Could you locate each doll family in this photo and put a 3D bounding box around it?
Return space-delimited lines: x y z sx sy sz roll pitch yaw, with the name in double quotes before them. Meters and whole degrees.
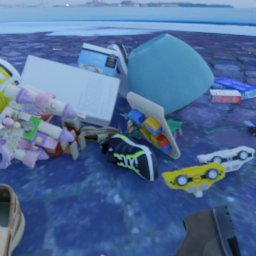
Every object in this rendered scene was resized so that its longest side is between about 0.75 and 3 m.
"doll family" 4.037 0.015 8.548 1.074 0.421 0.621 -6 30 -1

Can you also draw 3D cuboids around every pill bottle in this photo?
"pill bottle" -4.626 -0.757 8.316 1.628 1.628 2.896 10 42 20

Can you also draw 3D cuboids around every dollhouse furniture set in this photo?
"dollhouse furniture set" -1.822 0.299 7.840 1.418 0.730 1.403 9 39 19

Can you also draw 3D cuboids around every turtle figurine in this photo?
"turtle figurine" 0.051 0.021 8.133 0.590 0.877 1.171 7 32 -18

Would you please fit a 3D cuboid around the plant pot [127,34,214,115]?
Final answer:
"plant pot" 1.095 -1.912 9.358 2.907 1.958 2.907 -27 20 11

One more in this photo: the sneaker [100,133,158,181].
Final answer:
"sneaker" -0.068 0.763 6.724 0.879 0.761 2.122 -17 22 -22

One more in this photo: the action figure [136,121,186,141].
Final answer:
"action figure" 0.768 -0.004 8.475 1.709 0.467 1.010 13 29 40

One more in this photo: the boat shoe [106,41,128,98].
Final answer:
"boat shoe" -0.187 -2.266 11.013 0.830 2.248 0.768 0 35 40

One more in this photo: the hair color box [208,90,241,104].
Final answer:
"hair color box" 3.826 -1.243 11.139 1.118 0.357 0.620 3 27 3

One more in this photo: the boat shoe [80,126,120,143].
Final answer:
"boat shoe" -0.804 0.241 8.092 1.167 0.441 0.431 3 48 -5

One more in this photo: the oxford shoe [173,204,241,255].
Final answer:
"oxford shoe" 1.110 2.159 3.821 1.041 0.896 2.467 -14 22 14

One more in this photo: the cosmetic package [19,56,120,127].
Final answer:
"cosmetic package" -1.769 -1.054 8.529 2.775 1.411 1.027 14 -13 -7

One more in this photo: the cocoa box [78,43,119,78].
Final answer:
"cocoa box" -0.952 -2.017 8.865 1.162 0.775 0.762 13 59 -5

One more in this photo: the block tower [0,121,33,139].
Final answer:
"block tower" -3.570 0.377 7.524 2.194 0.634 0.593 -17 30 -28

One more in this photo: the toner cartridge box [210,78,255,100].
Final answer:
"toner cartridge box" 4.515 -1.712 12.047 0.865 0.393 1.821 -15 29 -25

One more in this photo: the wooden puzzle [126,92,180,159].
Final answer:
"wooden puzzle" 0.569 -0.010 7.278 0.379 1.637 1.516 -36 38 -15

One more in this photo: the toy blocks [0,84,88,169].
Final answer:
"toy blocks" -2.049 0.091 6.418 1.659 1.842 1.971 24 2 -9

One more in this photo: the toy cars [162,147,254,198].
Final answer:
"toy cars" 1.831 0.956 6.151 2.562 0.567 1.149 -16 7 -42

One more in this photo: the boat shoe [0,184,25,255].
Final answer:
"boat shoe" -2.179 1.800 4.019 1.011 0.987 2.673 1 23 -11

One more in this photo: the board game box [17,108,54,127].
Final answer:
"board game box" -3.817 -0.385 9.523 2.411 0.234 1.241 1 27 2
